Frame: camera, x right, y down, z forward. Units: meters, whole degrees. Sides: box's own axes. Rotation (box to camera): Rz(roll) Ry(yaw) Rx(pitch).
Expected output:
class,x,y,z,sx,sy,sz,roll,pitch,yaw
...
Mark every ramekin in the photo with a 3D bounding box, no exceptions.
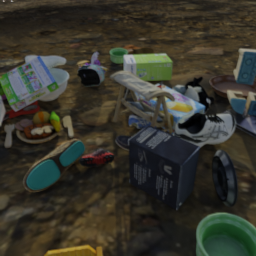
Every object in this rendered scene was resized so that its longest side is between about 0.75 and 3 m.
class,x,y,z,sx,sy,sz,roll,pitch,yaw
ramekin,2.154,2.635,6.082,1.412,0.689,1.412,0,33,0
ramekin,-0.549,-4.243,16.539,1.068,0.522,1.068,1,41,-1

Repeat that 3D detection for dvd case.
class,x,y,z,sx,sy,sz,roll,pitch,yaw
dvd case,5.350,-0.160,10.726,2.163,0.232,2.909,-20,39,-28

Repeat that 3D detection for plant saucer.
class,x,y,z,sx,sy,sz,roll,pitch,yaw
plant saucer,5.009,-1.880,13.157,2.364,0.407,2.364,1,34,-1

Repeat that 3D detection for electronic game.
class,x,y,z,sx,sy,sz,roll,pitch,yaw
electronic game,2.534,1.315,7.360,0.307,1.475,1.475,-7,34,0

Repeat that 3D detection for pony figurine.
class,x,y,z,sx,sy,sz,roll,pitch,yaw
pony figurine,-1.786,-3.186,14.676,1.319,1.098,1.273,32,51,9

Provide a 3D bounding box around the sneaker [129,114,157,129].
class,x,y,z,sx,sy,sz,roll,pitch,yaw
sneaker,0.559,-0.149,10.647,1.145,0.433,0.441,13,67,10

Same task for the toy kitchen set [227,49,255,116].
class,x,y,z,sx,sy,sz,roll,pitch,yaw
toy kitchen set,5.421,-1.447,10.202,2.981,2.388,1.756,7,30,4

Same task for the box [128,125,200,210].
class,x,y,z,sx,sy,sz,roll,pitch,yaw
box,0.923,1.046,7.607,1.646,1.619,0.967,25,43,32

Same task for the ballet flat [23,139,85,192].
class,x,y,z,sx,sy,sz,roll,pitch,yaw
ballet flat,-2.286,1.131,8.488,0.768,0.829,2.352,-8,19,41

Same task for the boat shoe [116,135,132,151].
class,x,y,z,sx,sy,sz,roll,pitch,yaw
boat shoe,0.287,0.502,9.358,1.543,0.484,0.560,20,51,19

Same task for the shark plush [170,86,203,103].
class,x,y,z,sx,sy,sz,roll,pitch,yaw
shark plush,2.114,-1.340,11.847,0.990,0.907,2.178,-2,12,-43

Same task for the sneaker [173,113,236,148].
class,x,y,z,sx,sy,sz,roll,pitch,yaw
sneaker,2.656,-0.040,9.378,2.630,1.153,0.995,-24,44,-22

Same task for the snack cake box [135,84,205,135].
class,x,y,z,sx,sy,sz,roll,pitch,yaw
snack cake box,1.567,-0.798,11.122,1.462,0.854,2.542,-23,40,-29

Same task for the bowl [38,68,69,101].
class,x,y,z,sx,sy,sz,roll,pitch,yaw
bowl,-3.680,-1.857,12.624,2.118,0.952,2.118,-1,35,0

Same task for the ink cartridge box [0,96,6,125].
class,x,y,z,sx,sy,sz,roll,pitch,yaw
ink cartridge box,-5.817,-0.447,10.492,1.994,0.827,1.464,-9,35,-5

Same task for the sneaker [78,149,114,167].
class,x,y,z,sx,sy,sz,roll,pitch,yaw
sneaker,-1.037,0.931,8.928,1.131,0.400,0.552,-9,35,-17

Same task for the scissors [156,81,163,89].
class,x,y,z,sx,sy,sz,roll,pitch,yaw
scissors,1.350,-1.729,11.701,0.452,0.086,1.234,25,33,22

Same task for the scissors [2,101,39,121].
class,x,y,z,sx,sy,sz,roll,pitch,yaw
scissors,-4.932,-0.481,11.299,2.858,0.199,1.045,-26,42,-27

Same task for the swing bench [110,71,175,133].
class,x,y,z,sx,sy,sz,roll,pitch,yaw
swing bench,0.506,-0.845,9.898,1.321,2.036,2.025,-26,44,-28

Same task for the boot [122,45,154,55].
class,x,y,z,sx,sy,sz,roll,pitch,yaw
boot,0.573,-4.804,17.495,1.815,0.696,1.409,-15,31,-9

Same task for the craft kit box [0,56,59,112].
class,x,y,z,sx,sy,sz,roll,pitch,yaw
craft kit box,-4.083,-1.846,11.414,1.963,0.482,1.988,-29,55,-11

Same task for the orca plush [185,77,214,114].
class,x,y,z,sx,sy,sz,roll,pitch,yaw
orca plush,3.132,-1.772,12.440,1.517,1.025,2.883,10,35,15

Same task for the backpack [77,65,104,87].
class,x,y,z,sx,sy,sz,roll,pitch,yaw
backpack,-1.715,-2.543,13.491,1.152,1.022,0.867,4,38,32

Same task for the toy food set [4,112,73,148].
class,x,y,z,sx,sy,sz,roll,pitch,yaw
toy food set,-3.310,-0.055,10.325,2.470,0.496,1.705,-10,35,-15

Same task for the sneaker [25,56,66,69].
class,x,y,z,sx,sy,sz,roll,pitch,yaw
sneaker,-3.772,-2.877,12.985,1.864,0.789,0.679,-8,-6,-31

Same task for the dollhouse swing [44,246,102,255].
class,x,y,z,sx,sy,sz,roll,pitch,yaw
dollhouse swing,-1.060,3.076,5.137,1.293,1.175,1.137,-5,16,-7

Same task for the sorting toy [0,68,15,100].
class,x,y,z,sx,sy,sz,roll,pitch,yaw
sorting toy,-5.279,-1.910,12.976,1.364,0.932,2.271,-1,43,26

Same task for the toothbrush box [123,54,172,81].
class,x,y,z,sx,sy,sz,roll,pitch,yaw
toothbrush box,0.967,-3.131,14.449,2.293,0.987,1.669,-2,29,-6
